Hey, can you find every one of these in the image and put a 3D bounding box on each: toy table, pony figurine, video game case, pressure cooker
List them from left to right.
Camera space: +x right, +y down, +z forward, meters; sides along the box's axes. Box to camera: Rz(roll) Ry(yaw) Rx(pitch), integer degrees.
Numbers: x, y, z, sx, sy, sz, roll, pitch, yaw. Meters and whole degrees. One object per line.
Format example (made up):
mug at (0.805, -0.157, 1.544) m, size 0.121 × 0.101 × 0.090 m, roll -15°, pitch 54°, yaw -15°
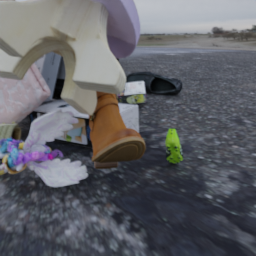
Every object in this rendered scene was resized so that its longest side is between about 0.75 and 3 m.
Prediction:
pony figurine at (-1.849, 0.549, 5.575) m, size 1.731 × 1.493 × 1.793 m, roll -17°, pitch 4°, yaw -30°
toy table at (-0.928, -1.373, 4.250) m, size 2.498 × 1.592 × 2.718 m, roll 8°, pitch -18°, yaw 38°
pressure cooker at (-1.660, -2.394, 9.788) m, size 2.577 × 2.930 × 2.617 m, roll 6°, pitch -8°, yaw 12°
video game case at (-0.320, -1.439, 11.901) m, size 2.128 × 0.420 × 2.348 m, roll -7°, pitch 20°, yaw 4°

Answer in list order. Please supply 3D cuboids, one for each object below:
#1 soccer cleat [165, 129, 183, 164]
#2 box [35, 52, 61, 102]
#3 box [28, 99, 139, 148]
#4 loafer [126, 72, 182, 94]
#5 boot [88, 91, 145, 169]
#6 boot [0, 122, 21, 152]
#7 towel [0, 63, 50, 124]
soccer cleat at (1.023, 0.439, 6.214) m, size 0.392 × 1.162 × 0.471 m, roll 1°, pitch 61°, yaw 12°
box at (-3.038, -1.703, 8.720) m, size 2.570 × 2.004 × 0.529 m, roll -4°, pitch -18°, yaw 44°
box at (-1.278, -0.199, 8.083) m, size 2.801 × 0.842 × 1.634 m, roll 8°, pitch 22°, yaw 28°
loafer at (1.136, -2.158, 13.406) m, size 2.896 × 0.983 × 1.017 m, roll 12°, pitch 15°, yaw 22°
boot at (-0.306, -0.192, 5.310) m, size 0.860 × 1.741 × 2.242 m, roll -2°, pitch -13°, yaw -10°
boot at (-3.749, 0.142, 7.317) m, size 1.811 × 0.844 × 2.342 m, roll -4°, pitch 22°, yaw -12°
towel at (-3.432, -1.382, 7.257) m, size 2.830 × 2.703 × 0.456 m, roll -27°, pitch 4°, yaw 41°
